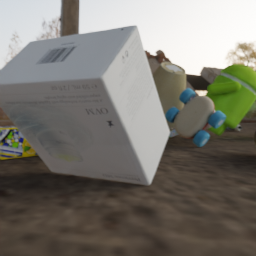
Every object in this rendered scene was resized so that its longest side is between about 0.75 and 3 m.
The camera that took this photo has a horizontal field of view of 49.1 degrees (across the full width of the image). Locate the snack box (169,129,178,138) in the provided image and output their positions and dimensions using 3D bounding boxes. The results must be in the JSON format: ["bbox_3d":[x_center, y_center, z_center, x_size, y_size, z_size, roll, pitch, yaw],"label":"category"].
[{"bbox_3d":[1.890,0.123,10.535,0.627,0.234,0.882,-27,-7,21],"label":"snack box"}]

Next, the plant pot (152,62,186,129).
[{"bbox_3d":[1.413,-1.386,10.838,1.952,2.084,1.952,11,34,-7],"label":"plant pot"}]

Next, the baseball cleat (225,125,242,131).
[{"bbox_3d":[5.145,-0.062,14.177,1.323,0.461,0.704,-2,3,-17],"label":"baseball cleat"}]

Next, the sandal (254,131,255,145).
[{"bbox_3d":[2.795,0.131,5.216,0.570,0.848,2.111,16,8,2],"label":"sandal"}]

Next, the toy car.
[{"bbox_3d":[2.042,-0.217,7.986,1.319,1.265,1.430,44,15,30],"label":"toy car"}]

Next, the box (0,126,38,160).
[{"bbox_3d":[-1.995,0.264,6.133,1.819,0.637,0.585,-3,4,-45],"label":"box"}]

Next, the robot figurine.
[{"bbox_3d":[3.511,-1.039,9.730,1.512,2.614,2.294,37,11,25],"label":"robot figurine"}]

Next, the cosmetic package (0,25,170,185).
[{"bbox_3d":[-0.539,-0.213,3.661,1.680,1.685,1.036,2,46,29],"label":"cosmetic package"}]

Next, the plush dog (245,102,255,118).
[{"bbox_3d":[5.310,-0.411,10.111,1.574,1.470,1.833,32,18,-42],"label":"plush dog"}]
